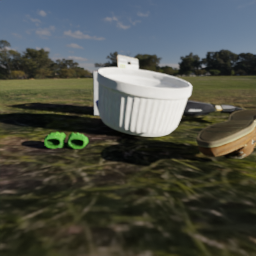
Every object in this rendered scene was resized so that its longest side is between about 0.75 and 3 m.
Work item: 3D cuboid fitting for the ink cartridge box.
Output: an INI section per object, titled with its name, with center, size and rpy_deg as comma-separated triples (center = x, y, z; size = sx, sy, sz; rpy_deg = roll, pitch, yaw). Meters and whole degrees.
[ink cartridge box]
center = -0.469, -1.957, 12.883
size = 1.203, 2.518, 2.868
rpy_deg = 3, 10, 18

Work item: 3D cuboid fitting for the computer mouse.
[computer mouse]
center = 2.688, -0.613, 10.032
size = 2.582, 0.594, 1.813
rpy_deg = 8, 5, -6

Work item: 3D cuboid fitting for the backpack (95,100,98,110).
[backpack]
center = -0.664, -0.917, 10.127
size = 1.003, 1.196, 0.972
rpy_deg = -19, -18, -1

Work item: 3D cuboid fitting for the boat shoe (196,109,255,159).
[boat shoe]
center = 1.986, 0.223, 5.113
size = 0.778, 0.735, 2.163
rpy_deg = 4, 17, 44

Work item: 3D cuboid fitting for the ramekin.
[ramekin]
center = 0.377, -0.800, 8.273
size = 2.733, 1.435, 2.733
rpy_deg = 7, 20, -3

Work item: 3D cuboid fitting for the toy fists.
[toy fists]
center = -1.432, 0.300, 6.478
size = 0.990, 0.340, 0.504
rpy_deg = 1, 17, -5
